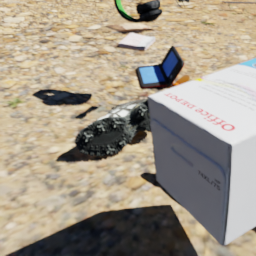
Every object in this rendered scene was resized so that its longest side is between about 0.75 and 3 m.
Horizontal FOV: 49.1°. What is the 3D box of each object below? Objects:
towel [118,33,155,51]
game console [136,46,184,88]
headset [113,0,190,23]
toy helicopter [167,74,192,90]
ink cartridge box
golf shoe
[{"bbox_3d":[0.453,-4.354,14.085,1.475,0.249,1.545,14,40,18],"label":"towel"},{"bbox_3d":[1.218,-2.448,11.067,1.064,1.545,1.793,18,34,-21],"label":"game console"},{"bbox_3d":[0.627,-4.013,8.609,2.519,1.556,1.184,14,27,22],"label":"headset"},{"bbox_3d":[1.475,-0.832,8.866,0.789,1.323,2.001,27,65,30],"label":"toy helicopter"},{"bbox_3d":[1.767,0.167,4.344,2.351,1.717,1.725,-21,32,-20],"label":"ink cartridge box"},{"bbox_3d":[-0.312,-0.056,8.211,2.811,1.093,1.328,-23,19,-21],"label":"golf shoe"}]
